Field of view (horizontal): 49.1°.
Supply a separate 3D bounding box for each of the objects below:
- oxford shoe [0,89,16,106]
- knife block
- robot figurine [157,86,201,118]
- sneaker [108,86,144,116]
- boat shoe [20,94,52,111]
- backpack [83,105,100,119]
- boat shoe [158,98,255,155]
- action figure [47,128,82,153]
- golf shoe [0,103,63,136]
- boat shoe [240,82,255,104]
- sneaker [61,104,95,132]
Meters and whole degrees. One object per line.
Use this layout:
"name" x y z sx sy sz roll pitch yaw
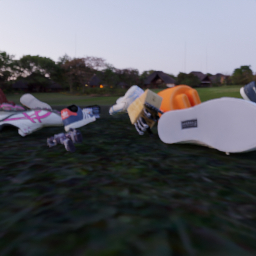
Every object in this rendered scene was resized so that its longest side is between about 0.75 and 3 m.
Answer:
"oxford shoe" -5.201 -0.775 10.992 1.092 1.029 2.920 -22 -22 -5
"knife block" 0.424 -0.249 8.420 0.584 1.603 1.826 28 -30 -16
"robot figurine" 1.876 -0.880 11.348 1.478 1.823 2.534 31 -15 -20
"sneaker" -0.065 -0.985 12.741 1.016 1.024 2.827 -46 8 -27
"boat shoe" -3.528 -0.655 11.238 2.132 0.713 0.608 36 -19 31
"backpack" -1.931 -0.810 14.840 0.919 0.743 0.965 1 -4 -8
"boat shoe" 2.025 0.029 6.167 1.267 1.098 2.972 2 -5 -31
"action figure" -1.411 0.237 6.258 0.693 0.370 1.065 -39 25 -29
"golf shoe" -2.882 -0.160 8.406 2.015 0.928 0.731 4 -16 -5
"boat shoe" 4.981 -0.824 10.077 0.644 2.083 0.780 -41 4 46
"sneaker" -1.510 -0.388 8.470 0.628 0.708 1.675 -23 4 12
